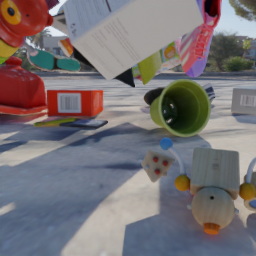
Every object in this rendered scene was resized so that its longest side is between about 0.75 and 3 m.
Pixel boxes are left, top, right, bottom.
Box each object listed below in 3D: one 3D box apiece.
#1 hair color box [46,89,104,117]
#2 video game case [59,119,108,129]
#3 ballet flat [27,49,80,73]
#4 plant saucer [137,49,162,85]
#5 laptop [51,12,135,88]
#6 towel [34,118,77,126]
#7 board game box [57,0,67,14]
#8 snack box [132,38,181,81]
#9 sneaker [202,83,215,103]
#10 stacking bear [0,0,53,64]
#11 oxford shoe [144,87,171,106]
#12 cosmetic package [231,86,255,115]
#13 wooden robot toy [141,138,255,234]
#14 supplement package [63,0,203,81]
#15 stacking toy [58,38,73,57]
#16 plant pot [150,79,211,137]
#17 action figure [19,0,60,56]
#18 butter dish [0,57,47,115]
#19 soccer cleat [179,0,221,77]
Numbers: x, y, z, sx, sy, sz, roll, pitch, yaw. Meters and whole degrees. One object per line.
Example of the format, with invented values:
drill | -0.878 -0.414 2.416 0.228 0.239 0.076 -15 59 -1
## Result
hair color box | -1.688 -0.906 9.642 1.425 0.860 2.807 1 8 3
video game case | -1.284 -0.136 8.202 1.166 0.111 0.833 3 12 16
ballet flat | -2.830 -2.417 10.556 2.064 0.740 0.740 9 5 -35
plant saucer | 0.514 -3.088 7.978 0.645 2.693 2.689 -6 55 14
laptop | -1.054 -1.963 7.300 2.116 1.227 1.982 11 -5 44
towel | -2.104 -0.200 8.136 1.158 0.105 0.498 -7 10 0
board game box | -1.680 -3.699 9.728 0.744 0.757 1.444 -28 -51 35
snack box | 0.904 -3.333 10.447 1.878 2.641 0.700 -21 -19 33
sneaker | 3.427 -1.402 13.498 1.603 0.869 0.562 -29 -4 36
stacking bear | -1.792 -1.290 3.648 1.623 0.986 0.923 -21 15 12
oxford shoe | 2.049 -1.520 12.630 2.848 1.035 1.202 -3 11 -14
cosmetic package | 4.872 -1.143 10.985 1.218 1.029 2.281 8 11 31
wooden robot toy | 1.023 0.755 3.020 2.015 0.888 0.915 4 48 17
supplement package | 0.066 -2.253 5.484 2.258 1.324 1.320 -28 -36 16
stacking toy | -1.919 -2.933 9.642 0.856 0.625 0.625 -37 17 -4
plant pot | 1.194 -0.462 7.354 1.397 1.397 1.327 -4 -1 -17
action figure | -3.204 -3.111 7.651 1.914 2.857 2.127 44 11 -8
butter dish | -4.067 -1.520 9.788 2.573 1.907 2.580 8 7 4
soccer cleat | 2.314 -3.016 8.823 0.988 2.961 1.132 0 23 -14
